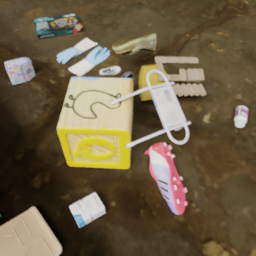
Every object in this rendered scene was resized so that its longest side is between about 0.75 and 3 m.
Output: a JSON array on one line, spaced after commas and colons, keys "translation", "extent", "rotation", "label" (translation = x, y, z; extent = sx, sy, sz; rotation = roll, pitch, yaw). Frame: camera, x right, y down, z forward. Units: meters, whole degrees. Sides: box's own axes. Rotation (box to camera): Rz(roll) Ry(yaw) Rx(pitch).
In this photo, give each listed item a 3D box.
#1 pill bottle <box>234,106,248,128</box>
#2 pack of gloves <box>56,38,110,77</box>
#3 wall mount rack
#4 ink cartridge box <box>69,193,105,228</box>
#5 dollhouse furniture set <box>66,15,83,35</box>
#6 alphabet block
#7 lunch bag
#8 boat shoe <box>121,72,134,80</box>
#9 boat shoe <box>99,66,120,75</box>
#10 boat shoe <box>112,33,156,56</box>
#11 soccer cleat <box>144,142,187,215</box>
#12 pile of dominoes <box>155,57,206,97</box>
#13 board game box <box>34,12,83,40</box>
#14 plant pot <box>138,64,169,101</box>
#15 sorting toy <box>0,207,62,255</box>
[{"translation": [4.696, -0.447, 11.674], "extent": [0.506, 0.506, 0.901], "rotation": [16, 53, 13], "label": "pill bottle"}, {"translation": [-2.331, -3.867, 14.464], "extent": [2.117, 0.497, 2.519], "rotation": [34, 58, 23], "label": "pack of gloves"}, {"translation": [0.802, -0.491, 9.149], "extent": [2.254, 0.967, 2.594], "rotation": [-16, 81, -28], "label": "wall mount rack"}, {"translation": [-1.325, 2.685, 9.183], "extent": [0.974, 0.412, 0.704], "rotation": [-26, 56, -18], "label": "ink cartridge box"}, {"translation": [-2.343, -4.412, 11.985], "extent": [0.765, 0.311, 0.411], "rotation": [40, 63, -7], "label": "dollhouse furniture set"}, {"translation": [-1.024, -0.160, 10.216], "extent": [2.400, 2.413, 2.458], "rotation": [1, 51, 3], "label": "alphabet block"}, {"translation": [-5.057, -2.689, 13.174], "extent": [1.166, 0.989, 0.741], "rotation": [-20, 51, -17], "label": "lunch bag"}, {"translation": [-0.298, -1.717, 11.601], "extent": [1.509, 0.548, 0.473], "rotation": [-51, 20, -4], "label": "boat shoe"}, {"translation": [-0.620, -2.045, 10.165], "extent": [0.826, 0.304, 0.276], "rotation": [-19, 14, -21], "label": "boat shoe"}, {"translation": [0.377, -3.567, 12.358], "extent": [0.998, 0.860, 2.735], "rotation": [7, 27, 34], "label": "boat shoe"}, {"translation": [1.287, 1.760, 9.795], "extent": [1.020, 0.890, 2.668], "rotation": [-30, 56, 28], "label": "soccer cleat"}, {"translation": [2.130, -2.063, 11.527], "extent": [2.161, 0.344, 1.685], "rotation": [-4, 81, -21], "label": "pile of dominoes"}, {"translation": [-4.063, -5.925, 16.217], "extent": [2.532, 0.357, 1.713], "rotation": [-14, 52, -11], "label": "board game box"}, {"translation": [1.047, -1.975, 11.789], "extent": [1.271, 1.309, 1.279], "rotation": [-8, 19, 0], "label": "plant pot"}, {"translation": [-3.554, 3.381, 8.646], "extent": [2.002, 0.399, 2.708], "rotation": [-32, 57, -26], "label": "sorting toy"}]
